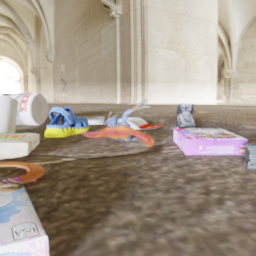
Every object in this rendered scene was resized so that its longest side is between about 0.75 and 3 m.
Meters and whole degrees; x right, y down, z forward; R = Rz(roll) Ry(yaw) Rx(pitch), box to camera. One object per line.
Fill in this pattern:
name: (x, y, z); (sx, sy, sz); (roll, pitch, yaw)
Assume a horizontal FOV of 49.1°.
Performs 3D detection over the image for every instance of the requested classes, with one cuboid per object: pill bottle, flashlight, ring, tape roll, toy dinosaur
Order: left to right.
tape roll: (-4.961, -0.430, 9.908); (1.928, 1.324, 1.928); (5, -8, 1)
ring: (-2.506, 0.921, 5.435); (1.697, 0.163, 1.697); (3, 6, 0)
pill bottle: (-5.972, -1.001, 14.835); (2.991, 1.703, 1.703); (1, 7, 16)
toy dinosaur: (-0.150, 0.267, 9.473); (2.690, 1.412, 2.441); (-32, 17, 1)
flashlight: (3.572, 0.602, 6.300); (1.815, 0.617, 0.615); (2, 12, 5)

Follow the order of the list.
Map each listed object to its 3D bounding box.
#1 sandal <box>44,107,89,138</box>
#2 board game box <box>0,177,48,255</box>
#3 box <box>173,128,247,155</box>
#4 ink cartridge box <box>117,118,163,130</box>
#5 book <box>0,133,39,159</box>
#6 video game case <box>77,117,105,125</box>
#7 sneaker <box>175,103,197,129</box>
sandal: (-2.411, -0.293, 11.501); (1.061, 1.162, 2.669); (0, 5, 16)
board game box: (-2.089, 1.103, 2.945); (2.063, 0.447, 2.053); (-4, 9, -28)
box: (2.391, 0.377, 8.696); (1.654, 0.472, 2.417); (0, 7, 1)
ink cartridge box: (0.527, -0.223, 13.397); (1.988, 0.470, 1.591); (-1, 6, 21)
book: (-3.523, 0.472, 8.023); (1.641, 0.590, 2.457); (0, 4, -12)
video game case: (-2.473, -0.438, 16.151); (2.181, 0.264, 2.396); (0, 7, -3)
sneaker: (2.439, -0.400, 11.803); (0.832, 1.254, 2.204); (0, 7, 0)
